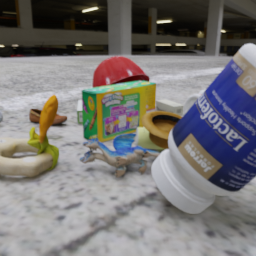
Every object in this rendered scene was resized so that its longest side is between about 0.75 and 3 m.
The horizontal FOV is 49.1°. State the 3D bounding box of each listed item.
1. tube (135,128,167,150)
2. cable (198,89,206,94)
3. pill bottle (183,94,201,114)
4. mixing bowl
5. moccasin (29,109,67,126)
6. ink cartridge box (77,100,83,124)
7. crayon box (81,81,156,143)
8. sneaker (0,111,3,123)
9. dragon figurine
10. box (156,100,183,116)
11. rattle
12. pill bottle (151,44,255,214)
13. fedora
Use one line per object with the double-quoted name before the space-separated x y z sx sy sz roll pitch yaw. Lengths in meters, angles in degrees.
"tube" 1.491 0.337 8.505 2.515 0.730 0.653 3 -12 -4
"cable" 4.433 -1.352 13.339 2.174 0.753 2.174 -8 20 -23
"pill bottle" 3.100 -0.635 10.290 1.939 1.123 1.123 0 16 -31
"mixing bowl" -0.563 -2.282 12.811 2.755 1.492 2.755 -23 -12 -5
"moccasin" -3.120 -0.488 10.898 1.705 0.658 0.624 10 21 28
"ink cartridge box" -0.974 -0.670 11.306 2.111 0.626 1.096 -3 27 -5
"crayon box" -0.234 -0.643 9.766 2.801 1.664 0.816 -16 25 -40
"sneaker" -6.182 -0.536 10.449 2.839 1.037 1.005 5 15 13
"dragon figurine" -0.022 0.601 7.174 2.359 0.694 1.173 -10 34 -21
"box" 1.833 -0.910 12.492 0.550 0.457 1.338 -9 20 -26
"rattle" -3.208 0.116 7.214 2.792 1.994 1.818 14 37 22
"pill bottle" 1.777 0.154 5.040 1.678 2.900 1.678 27 29 -17
"fedora" 1.094 0.133 7.705 1.612 0.657 1.612 11 32 -7
